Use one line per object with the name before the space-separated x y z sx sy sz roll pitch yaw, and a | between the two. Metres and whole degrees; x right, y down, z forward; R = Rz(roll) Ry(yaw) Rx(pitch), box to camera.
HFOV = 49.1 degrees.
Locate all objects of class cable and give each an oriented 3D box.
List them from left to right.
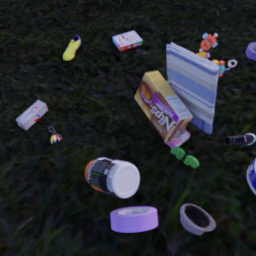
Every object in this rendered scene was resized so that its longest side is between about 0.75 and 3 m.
cable | -2.828 0.233 10.766 0.430 0.223 0.886 -18 55 -13

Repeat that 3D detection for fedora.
fedora | 1.979 2.799 8.341 1.093 0.494 0.967 35 31 28

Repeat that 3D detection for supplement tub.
supplement tub | -0.545 1.463 8.444 1.037 1.037 1.692 -45 27 -28

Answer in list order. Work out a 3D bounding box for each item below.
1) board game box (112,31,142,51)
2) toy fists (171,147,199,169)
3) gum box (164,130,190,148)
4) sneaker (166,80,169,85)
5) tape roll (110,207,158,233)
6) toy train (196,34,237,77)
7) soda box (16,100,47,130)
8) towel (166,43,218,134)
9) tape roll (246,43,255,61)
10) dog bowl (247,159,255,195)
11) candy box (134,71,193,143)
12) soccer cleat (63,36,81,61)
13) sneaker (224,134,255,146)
board game box | -0.039 -4.426 14.233 1.243 0.251 0.951 -21 56 -15
toy fists | 1.988 1.031 9.870 1.106 0.564 0.380 37 93 13
gum box | 1.870 0.365 10.619 0.903 0.299 0.513 -35 61 -23
sneaker | 2.402 -1.716 11.920 1.838 0.717 0.783 14 54 11
tape roll | 0.171 2.666 8.226 1.360 1.360 0.446 -5 84 -3
toy train | 3.101 -2.562 10.250 1.649 1.238 0.459 42 43 -10
soda box | -3.833 -0.516 11.216 0.432 0.401 1.265 27 58 19
towel | 2.178 -1.304 9.697 0.349 2.936 2.156 -33 49 -19
tape roll | 6.246 -3.716 13.622 0.912 0.388 0.912 0 53 0
dog bowl | 5.016 1.653 9.403 1.797 0.708 1.797 0 53 0
candy box | 1.219 -0.781 10.226 0.651 1.346 2.307 -15 60 -30
soccer cleat | -2.765 -3.879 13.571 0.506 0.655 1.567 14 55 11
sneaker | 3.467 0.398 8.805 0.491 0.991 0.350 -3 83 -31
